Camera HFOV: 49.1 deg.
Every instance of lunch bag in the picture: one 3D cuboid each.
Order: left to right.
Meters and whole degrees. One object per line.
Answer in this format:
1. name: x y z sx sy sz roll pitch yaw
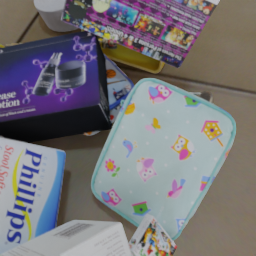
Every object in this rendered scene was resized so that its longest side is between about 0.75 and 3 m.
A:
1. lunch bag: -1.070 -1.020 7.480 1.942 0.916 2.424 -33 62 -17
2. lunch bag: 0.631 0.506 5.620 2.282 1.097 2.845 29 99 19

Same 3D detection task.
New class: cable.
1. cable: -0.623 -2.543 8.141 0.590 0.306 1.215 4 31 -8

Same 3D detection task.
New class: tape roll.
1. tape roll: -1.827 -4.294 9.201 2.415 0.798 2.415 -9 56 14

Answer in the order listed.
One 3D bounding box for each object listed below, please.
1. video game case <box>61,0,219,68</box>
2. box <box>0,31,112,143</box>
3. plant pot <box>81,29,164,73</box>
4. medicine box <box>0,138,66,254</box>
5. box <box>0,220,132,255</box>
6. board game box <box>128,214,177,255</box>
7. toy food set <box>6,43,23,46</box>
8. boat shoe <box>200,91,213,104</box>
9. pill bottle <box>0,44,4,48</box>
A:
1. video game case: 0.348 -2.762 5.446 2.811 2.548 0.503 19 41 -11
2. box: -1.990 -0.869 6.403 2.954 1.165 2.085 -10 60 5
3. plant pot: 0.338 -3.459 8.095 2.539 2.538 2.239 21 39 16
4. medicine box: -2.521 1.311 5.265 2.250 1.158 2.049 14 60 -23
5. box: -0.961 2.146 4.049 1.606 1.597 1.049 -16 86 -38
6. board game box: 0.416 1.985 4.659 0.175 1.014 0.640 6 49 46
7. toy food set: -3.189 -2.400 8.501 0.753 0.219 1.090 10 19 -1
8. boat shoe: 2.023 -0.426 7.339 0.400 0.394 1.075 14 80 40
9. pill bottle: -3.769 -2.088 8.181 1.177 0.664 0.664 31 62 27
